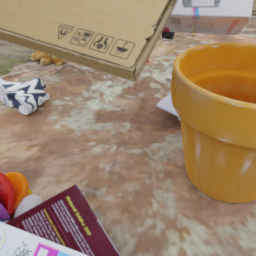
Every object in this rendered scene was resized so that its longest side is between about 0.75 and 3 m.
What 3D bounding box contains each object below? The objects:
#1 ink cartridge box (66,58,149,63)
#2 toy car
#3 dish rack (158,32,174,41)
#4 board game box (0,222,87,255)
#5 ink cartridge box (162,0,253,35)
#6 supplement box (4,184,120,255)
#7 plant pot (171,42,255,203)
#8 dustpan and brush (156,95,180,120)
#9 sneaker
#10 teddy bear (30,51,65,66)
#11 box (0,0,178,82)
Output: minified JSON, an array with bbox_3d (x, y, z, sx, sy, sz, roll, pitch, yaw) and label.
[{"bbox_3d":[-0.228,-1.861,5.179,1.768,1.423,0.443,4,35,-17],"label":"ink cartridge box"},{"bbox_3d":[-2.299,1.365,4.789,1.315,1.127,1.503,16,39,20],"label":"toy car"},{"bbox_3d":[0.587,-3.421,9.051,1.888,1.448,0.515,20,56,35],"label":"dish rack"},{"bbox_3d":[-0.941,2.198,3.153,2.337,0.400,1.571,24,54,-6],"label":"board game box"},{"bbox_3d":[1.449,-2.602,6.014,2.044,0.875,1.508,5,7,10],"label":"ink cartridge box"},{"bbox_3d":[-1.487,2.011,3.792,2.509,0.764,1.365,-25,70,-30],"label":"supplement box"},{"bbox_3d":[2.153,-0.003,5.488,2.748,2.516,2.748,0,35,0],"label":"plant pot"},{"bbox_3d":[1.910,-0.696,8.236,1.495,0.613,2.142,29,50,20],"label":"dustpan and brush"},{"bbox_3d":[-3.198,-1.161,8.638,1.825,0.728,1.187,24,41,29],"label":"sneaker"},{"bbox_3d":[-3.231,-2.931,11.292,1.482,0.495,1.075,27,46,33],"label":"teddy bear"},{"bbox_3d":[-0.653,-1.899,3.573,2.683,0.285,2.193,21,72,19],"label":"box"}]
